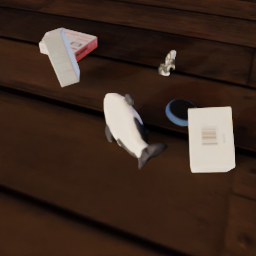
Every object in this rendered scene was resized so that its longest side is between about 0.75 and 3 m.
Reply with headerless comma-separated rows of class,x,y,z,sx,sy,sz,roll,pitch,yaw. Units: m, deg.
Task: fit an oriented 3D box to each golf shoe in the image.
golf shoe,1.588,-2.402,10.457,0.512,0.421,1.084,29,84,23

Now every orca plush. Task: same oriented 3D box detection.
orca plush,0.270,-0.064,7.609,1.008,1.491,2.835,8,17,-33

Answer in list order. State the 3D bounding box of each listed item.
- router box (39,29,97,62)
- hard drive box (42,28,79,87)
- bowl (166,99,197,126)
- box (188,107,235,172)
router box,-2.530,-3.571,12.016,1.848,0.451,1.658,21,46,21
hard drive box,-2.196,-2.386,9.393,0.618,1.611,1.255,-17,29,0
bowl,1.693,-0.507,8.728,1.021,0.200,1.021,6,50,-7
box,1.880,0.348,6.481,0.886,1.666,1.268,-3,78,13
